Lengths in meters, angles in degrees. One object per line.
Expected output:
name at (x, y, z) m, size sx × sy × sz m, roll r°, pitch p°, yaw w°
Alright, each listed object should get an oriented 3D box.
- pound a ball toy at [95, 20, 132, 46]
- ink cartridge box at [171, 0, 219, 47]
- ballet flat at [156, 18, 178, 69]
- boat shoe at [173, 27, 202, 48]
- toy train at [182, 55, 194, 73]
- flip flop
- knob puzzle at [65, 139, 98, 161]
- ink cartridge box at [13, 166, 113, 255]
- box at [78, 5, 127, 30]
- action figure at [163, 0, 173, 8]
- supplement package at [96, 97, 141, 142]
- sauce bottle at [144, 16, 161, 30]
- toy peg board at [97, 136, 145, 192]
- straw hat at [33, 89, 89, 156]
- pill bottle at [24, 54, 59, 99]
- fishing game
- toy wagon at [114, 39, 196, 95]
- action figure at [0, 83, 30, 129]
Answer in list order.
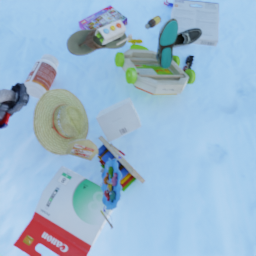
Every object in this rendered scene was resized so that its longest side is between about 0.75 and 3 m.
pound a ball toy at (-0.366, -2.719, 8.085) m, size 0.972 × 0.413 × 0.634 m, roll -34°, pitch 85°, yaw -28°
ink cartridge box at (2.498, -3.974, 10.563) m, size 1.803 × 0.367 × 1.807 m, roll 8°, pitch 70°, yaw 3°
ballet flat at (1.087, -2.566, 8.353) m, size 0.621 × 1.673 × 0.621 m, roll 2°, pitch 49°, yaw -3°
boat shoe at (1.932, -3.089, 9.809) m, size 1.546 × 0.557 × 0.548 m, roll -23°, pitch 17°, yaw 0°
toy train at (2.025, -2.024, 9.658) m, size 0.303 × 0.226 × 1.323 m, roll 13°, pitch 60°, yaw 12°
flip flop at (-0.946, -2.737, 8.743) m, size 1.951 × 0.562 × 0.791 m, roll -9°, pitch 96°, yaw -13°
knob puzzle at (-1.090, 0.483, 6.887) m, size 0.869 × 0.869 × 0.121 m, roll 2°, pitch 49°, yaw 1°
ink cartridge box at (-1.528, 2.267, 6.940) m, size 1.780 × 0.554 × 2.211 m, roll 25°, pitch 59°, yaw 14°
box at (-0.959, -4.037, 10.789) m, size 1.581 × 0.309 × 1.082 m, roll -36°, pitch 66°, yaw -19°
action figure at (1.856, -5.025, 11.332) m, size 0.851 × 0.421 × 0.278 m, roll 38°, pitch 67°, yaw 17°
supplement package at (-0.240, -0.256, 7.789) m, size 1.001 × 1.047 × 0.770 m, roll -25°, pitch 102°, yaw 6°
sauce bottle at (0.789, -3.401, 9.069) m, size 0.280 × 0.280 × 0.867 m, roll 28°, pitch 44°, yaw 15°
toy peg board at (-0.326, 1.028, 7.295) m, size 0.637 × 1.298 × 1.303 m, roll -44°, pitch 64°, yaw -4°
straw hat at (-1.582, -0.183, 7.522) m, size 0.795 × 1.879 × 1.879 m, roll -5°, pitch 48°, yaw 46°
pill bottle at (-2.788, -1.707, 9.147) m, size 0.784 × 0.784 × 1.398 m, roll 12°, pitch 60°, yaw 7°
fishing game at (-0.381, 1.055, 5.334) m, size 0.225 × 1.039 × 1.450 m, roll 6°, pitch 100°, yaw -23°
toy wagon at (0.709, -2.042, 9.070) m, size 2.268 × 0.578 × 2.923 m, roll -3°, pitch 40°, yaw -25°
action figure at (-3.580, -0.867, 6.490) m, size 1.487 × 2.842 × 2.749 m, roll 0°, pitch 74°, yaw -47°
